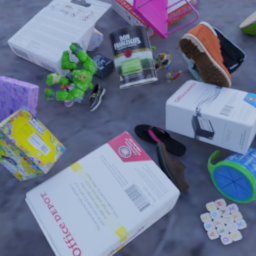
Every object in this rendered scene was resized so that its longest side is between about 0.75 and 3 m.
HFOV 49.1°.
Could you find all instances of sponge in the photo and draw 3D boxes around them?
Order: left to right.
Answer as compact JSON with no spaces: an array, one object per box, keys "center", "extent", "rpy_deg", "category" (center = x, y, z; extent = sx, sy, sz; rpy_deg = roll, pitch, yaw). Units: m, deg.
[{"center":[-3.937,-0.742,7.798],"extent":[2.898,1.617,0.432],"rpy_deg":[17,23,11],"category":"sponge"}]

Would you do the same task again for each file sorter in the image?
[{"center":[1.319,-4.557,9.015],"extent":[1.534,1.700,2.446],"rpy_deg":[-13,64,39],"category":"file sorter"}]

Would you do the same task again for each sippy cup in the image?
[{"center":[2.832,1.074,6.919],"extent":[1.090,1.168,1.487],"rpy_deg":[-34,83,-31],"category":"sippy cup"}]

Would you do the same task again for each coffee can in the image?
[{"center":[0.156,-2.061,8.314],"extent":[1.161,1.161,1.586],"rpy_deg":[-14,96,-9],"category":"coffee can"}]

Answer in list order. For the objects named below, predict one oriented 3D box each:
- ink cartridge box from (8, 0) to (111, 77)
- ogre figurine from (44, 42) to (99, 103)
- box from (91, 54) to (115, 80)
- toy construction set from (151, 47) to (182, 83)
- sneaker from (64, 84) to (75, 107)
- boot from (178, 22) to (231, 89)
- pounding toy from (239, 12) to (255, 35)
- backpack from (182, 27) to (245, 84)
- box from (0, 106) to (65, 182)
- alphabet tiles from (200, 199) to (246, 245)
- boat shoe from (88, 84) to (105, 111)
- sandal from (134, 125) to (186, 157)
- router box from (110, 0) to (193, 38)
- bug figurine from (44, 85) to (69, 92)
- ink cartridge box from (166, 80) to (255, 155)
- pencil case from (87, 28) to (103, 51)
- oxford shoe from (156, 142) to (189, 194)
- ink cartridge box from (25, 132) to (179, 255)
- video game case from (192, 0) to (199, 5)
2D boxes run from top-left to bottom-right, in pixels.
[{"center":[-2.265,-3.368,9.718],"extent":[2.406,0.749,2.989],"rpy_deg":[27,66,24],"category":"ink cartridge box"},{"center":[-1.598,-1.537,8.259],"extent":[1.119,0.916,1.867],"rpy_deg":[23,62,8],"category":"ogre figurine"},{"center":[-0.920,-2.033,9.253],"extent":[0.775,0.415,0.575],"rpy_deg":[33,62,32],"category":"box"},{"center":[1.237,-2.071,9.125],"extent":[1.171,0.977,0.900],"rpy_deg":[37,54,10],"category":"toy construction set"},{"center":[-1.767,-1.158,8.688],"extent":[0.334,0.525,0.920],"rpy_deg":[5,55,5],"category":"sneaker"},{"center":[2.349,-1.983,7.757],"extent":[1.965,0.737,1.054],"rpy_deg":[49,65,-17],"category":"boot"},{"center":[5.372,-3.716,9.607],"extent":[2.214,2.868,1.331],"rpy_deg":[-40,101,-7],"category":"pounding toy"},{"center":[2.597,-2.282,8.915],"extent":[1.507,1.278,1.698],"rpy_deg":[-34,80,-17],"category":"backpack"},{"center":[-2.335,0.403,6.174],"extent":[1.294,1.246,0.789],"rpy_deg":[51,46,-20],"category":"box"},{"center":[2.245,2.194,6.602],"extent":[0.952,0.071,0.973],"rpy_deg":[-15,60,-8],"category":"alphabet tiles"},{"center":[-1.017,-0.934,8.529],"extent":[0.376,0.317,1.054],"rpy_deg":[-23,34,33],"category":"boat shoe"},{"center":[0.889,0.241,7.682],"extent":[1.571,0.354,0.590],"rpy_deg":[28,51,22],"category":"sandal"},{"center":[0.851,-4.840,10.906],"extent":[2.208,0.601,2.460],"rpy_deg":[-35,62,-12],"category":"router box"},{"center":[-2.295,-1.236,8.927],"extent":[0.775,0.199,0.601],"rpy_deg":[17,60,9],"category":"bug figurine"},{"center":[2.294,-0.377,7.448],"extent":[2.168,0.908,1.573],"rpy_deg":[19,42,29],"category":"ink cartridge box"},{"center":[-1.630,-3.581,10.154],"extent":[0.807,0.740,1.780],"rpy_deg":[-37,61,0],"category":"pencil case"},{"center":[1.106,0.949,6.979],"extent":[0.580,0.499,1.374],"rpy_deg":[-24,87,-5],"category":"oxford shoe"},{"center":[-0.565,1.684,6.384],"extent":[2.744,1.145,1.992],"rpy_deg":[-31,63,-20],"category":"ink cartridge box"},{"center":[1.887,-5.681,11.858],"extent":[1.621,0.229,1.794],"rpy_deg":[-15,58,-8],"category":"video game case"}]
